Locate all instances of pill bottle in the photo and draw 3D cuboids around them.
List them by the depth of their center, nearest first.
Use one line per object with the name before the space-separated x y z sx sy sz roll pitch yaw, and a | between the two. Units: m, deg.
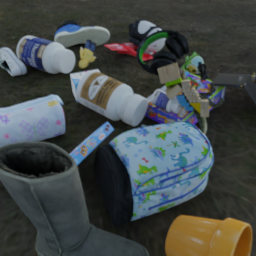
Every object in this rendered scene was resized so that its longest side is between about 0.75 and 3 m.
pill bottle | 1.223 -0.810 8.804 0.896 0.537 0.537 30 47 25
pill bottle | -0.520 -0.954 9.353 2.209 1.263 1.263 28 46 21
pill bottle | -3.495 -3.082 12.018 2.352 1.305 1.305 20 43 24

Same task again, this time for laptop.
laptop | 3.953 -1.245 9.979 1.782 1.033 1.669 8 25 26

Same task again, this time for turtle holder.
turtle holder | 2.774 -2.682 11.966 1.028 0.781 0.730 -22 60 -37

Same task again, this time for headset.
headset | 1.620 -2.532 10.238 2.816 1.323 1.739 30 82 36

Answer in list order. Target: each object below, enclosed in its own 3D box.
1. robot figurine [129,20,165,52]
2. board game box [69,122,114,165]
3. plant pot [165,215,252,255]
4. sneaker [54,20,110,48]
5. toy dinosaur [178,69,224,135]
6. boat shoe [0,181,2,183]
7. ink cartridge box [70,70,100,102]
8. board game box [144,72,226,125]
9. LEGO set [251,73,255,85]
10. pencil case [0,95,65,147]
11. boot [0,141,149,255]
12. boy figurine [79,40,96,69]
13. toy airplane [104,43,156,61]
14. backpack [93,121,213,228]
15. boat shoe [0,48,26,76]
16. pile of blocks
robot figurine | 0.900 -4.544 13.764 2.019 1.517 1.260 41 11 29
board game box | -1.263 0.658 7.300 0.325 1.345 1.779 48 41 -5
plant pot | 1.490 2.334 5.379 1.305 1.425 1.425 10 37 38
sneaker | -2.408 -4.989 14.572 2.791 1.071 1.553 -10 48 -2
toy dinosaur | 2.321 -0.880 8.793 1.090 0.587 2.474 -19 63 3
boat shoe | -2.709 0.989 7.463 1.762 0.579 0.630 -18 65 -50
ink cartridge box | -1.449 -1.621 10.607 1.273 0.797 0.818 -13 41 -16
board game box | 1.962 -0.964 9.797 1.721 0.573 2.559 29 51 33
LEGO set | 5.143 -2.057 11.411 0.820 0.475 0.630 -13 40 -15
pencil case | -3.369 -0.116 8.299 2.965 1.345 1.232 -14 23 -18
boot | -0.842 1.571 4.975 2.589 2.847 1.033 5 34 5
boy figurine | -1.800 -3.209 12.432 0.814 1.309 0.422 21 -9 -35
toy airplane | 0.157 -3.663 13.347 2.702 0.497 2.702 7 25 -3
backpack | 0.731 0.929 6.796 2.707 2.081 2.208 2 30 -21
boat shoe | -5.263 -2.901 12.215 0.703 0.775 2.107 -30 48 -33
pile of blocks | 1.660 -1.079 8.430 2.031 0.834 0.631 50 19 -1
